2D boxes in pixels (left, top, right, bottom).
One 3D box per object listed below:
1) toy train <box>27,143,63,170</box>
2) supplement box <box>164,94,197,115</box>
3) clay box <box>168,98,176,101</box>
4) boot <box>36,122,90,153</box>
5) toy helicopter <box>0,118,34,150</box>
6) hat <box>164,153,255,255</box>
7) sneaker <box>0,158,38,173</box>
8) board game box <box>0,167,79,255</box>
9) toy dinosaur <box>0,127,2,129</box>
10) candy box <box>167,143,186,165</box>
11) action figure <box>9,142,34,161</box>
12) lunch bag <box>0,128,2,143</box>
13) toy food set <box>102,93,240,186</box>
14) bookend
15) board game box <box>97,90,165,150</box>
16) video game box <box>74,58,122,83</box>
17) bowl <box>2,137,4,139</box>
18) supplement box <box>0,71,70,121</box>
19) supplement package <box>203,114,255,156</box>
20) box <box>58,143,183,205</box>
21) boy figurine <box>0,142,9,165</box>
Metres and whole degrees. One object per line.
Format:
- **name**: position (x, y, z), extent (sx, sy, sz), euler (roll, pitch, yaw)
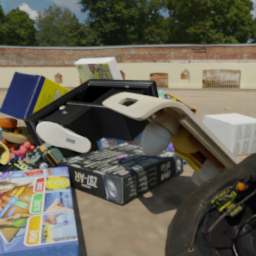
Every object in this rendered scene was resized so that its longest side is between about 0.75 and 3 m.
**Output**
- **toy train**: position (-2.033, 0.704, 6.874), extent (0.703, 0.526, 1.234), euler (-37, 21, -15)
- **supplement box**: position (1.721, -0.616, 11.795), extent (1.550, 1.043, 1.571), euler (36, 30, 32)
- **clay box**: position (1.413, -0.441, 8.431), extent (0.215, 0.905, 0.520), euler (-15, 4, 4)
- **boot**: position (-1.615, 0.243, 6.784), extent (1.366, 0.497, 0.617), euler (29, -9, -29)
- **toy helicopter**: position (-3.241, 0.101, 9.615), extent (1.572, 0.937, 2.377), euler (10, 13, 4)
- **hat**: position (1.373, 1.208, 3.098), extent (2.188, 0.882, 2.188), euler (-40, 5, 4)
- **sneaker**: position (-2.350, 0.865, 5.835), extent (1.136, 0.470, 0.407), euler (-3, 3, 8)
- **board game box**: position (-1.795, 1.299, 4.226), extent (1.896, 0.483, 2.801), euler (-3, 11, -14)
- **toy dinosaur**: position (-5.247, -0.072, 9.619), extent (2.585, 1.754, 1.320), euler (10, -33, -3)
- **candy box**: position (1.404, 0.675, 7.860), extent (0.877, 0.399, 1.037), euler (-9, 16, -31)
- **action figure**: position (-2.631, 0.593, 6.914), extent (0.442, 0.349, 1.351), euler (-19, -5, -38)
- **lunch bag**: position (-4.600, 0.485, 7.525), extent (1.769, 0.907, 2.200), euler (1, 10, 13)
- **toy food set**: position (0.847, 0.439, 4.804), extent (2.699, 0.815, 1.936), euler (42, -6, -21)
- **bookend**: position (-0.930, -0.252, 7.938), extent (2.711, 1.256, 2.728), euler (10, 38, 40)
- **board game box**: position (0.224, -0.315, 9.376), extent (2.138, 0.517, 2.827), euler (-11, 30, 10)
- **video game box**: position (-0.831, -1.447, 9.444), extent (1.669, 1.832, 0.429), euler (13, 45, 43)
- **bowl**: position (-4.457, 0.164, 9.836), extent (0.951, 0.498, 0.951), euler (-22, 34, 16)
- **supplement box**: position (-2.539, -0.661, 9.310), extent (1.417, 1.426, 2.604), euler (14, -8, 36)
- **supplement package**: position (3.260, 0.177, 8.756), extent (1.367, 1.005, 1.307), euler (-5, 16, -24)
- **box**: position (-0.098, 0.878, 6.384), extent (1.859, 0.505, 2.321), euler (7, 12, 38)
- **boy figurine**: position (-3.890, 0.468, 5.959), extent (0.911, 1.758, 2.828), euler (0, -18, 33)
